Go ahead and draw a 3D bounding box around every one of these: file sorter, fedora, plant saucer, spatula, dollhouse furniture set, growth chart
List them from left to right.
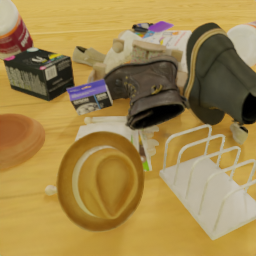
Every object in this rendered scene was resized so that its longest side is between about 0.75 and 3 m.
[{"bbox_3d":[-2.996,0.205,6.640,1.968,0.368,1.968,0,36,0],"label":"plant saucer"},{"bbox_3d":[-0.325,0.884,4.508,1.686,1.686,0.688,-17,4,-22],"label":"fedora"},{"bbox_3d":[-0.364,0.487,6.335,2.083,0.255,2.879,5,35,6],"label":"growth chart"},{"bbox_3d":[0.324,-1.562,7.907,2.736,1.418,1.211,12,34,1],"label":"dollhouse furniture set"},{"bbox_3d":[0.648,-3.087,8.707,0.582,0.212,2.061,-32,25,-13],"label":"spatula"},{"bbox_3d":[1.545,0.845,5.137,1.179,1.058,1.698,-15,37,-21],"label":"file sorter"}]

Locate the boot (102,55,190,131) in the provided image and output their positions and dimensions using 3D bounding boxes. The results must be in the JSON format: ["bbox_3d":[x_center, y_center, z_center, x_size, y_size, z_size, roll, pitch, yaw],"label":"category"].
[{"bbox_3d":[0.195,-0.804,7.090,2.674,0.926,2.328,-18,36,23],"label":"boot"}]

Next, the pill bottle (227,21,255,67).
[{"bbox_3d":[3.996,-2.627,8.535,2.171,1.239,1.239,-24,42,-33],"label":"pill bottle"}]

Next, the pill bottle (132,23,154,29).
[{"bbox_3d":[0.747,-4.750,13.481,1.023,0.572,0.572,-17,39,-23],"label":"pill bottle"}]

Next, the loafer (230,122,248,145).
[{"bbox_3d":[2.664,0.087,6.636,0.349,0.315,0.922,39,27,-7],"label":"loafer"}]

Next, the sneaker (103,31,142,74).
[{"bbox_3d":[-0.057,-2.424,9.514,1.011,0.644,1.749,32,85,21],"label":"sneaker"}]

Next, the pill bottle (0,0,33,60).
[{"bbox_3d":[-3.957,-3.008,9.264,1.349,2.363,1.349,1,75,-2],"label":"pill bottle"}]

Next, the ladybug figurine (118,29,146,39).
[{"bbox_3d":[0.516,-3.327,11.221,1.584,0.840,2.334,-21,41,-27],"label":"ladybug figurine"}]

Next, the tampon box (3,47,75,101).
[{"bbox_3d":[-2.752,-1.728,8.782,1.664,1.050,1.247,19,39,25],"label":"tampon box"}]

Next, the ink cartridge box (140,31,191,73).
[{"bbox_3d":[1.207,-2.367,9.023,1.542,1.116,1.135,11,49,31],"label":"ink cartridge box"}]

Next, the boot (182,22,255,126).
[{"bbox_3d":[1.996,-0.450,5.839,1.097,2.832,1.959,-26,52,3],"label":"boot"}]

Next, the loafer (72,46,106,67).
[{"bbox_3d":[-1.352,-2.705,10.554,1.756,0.599,0.664,12,37,17],"label":"loafer"}]

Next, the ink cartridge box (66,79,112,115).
[{"bbox_3d":[-0.982,-0.781,7.334,0.993,1.003,0.218,-16,59,1],"label":"ink cartridge box"}]
